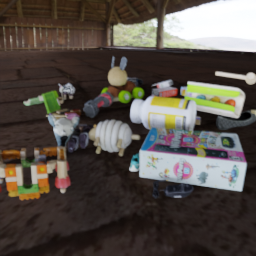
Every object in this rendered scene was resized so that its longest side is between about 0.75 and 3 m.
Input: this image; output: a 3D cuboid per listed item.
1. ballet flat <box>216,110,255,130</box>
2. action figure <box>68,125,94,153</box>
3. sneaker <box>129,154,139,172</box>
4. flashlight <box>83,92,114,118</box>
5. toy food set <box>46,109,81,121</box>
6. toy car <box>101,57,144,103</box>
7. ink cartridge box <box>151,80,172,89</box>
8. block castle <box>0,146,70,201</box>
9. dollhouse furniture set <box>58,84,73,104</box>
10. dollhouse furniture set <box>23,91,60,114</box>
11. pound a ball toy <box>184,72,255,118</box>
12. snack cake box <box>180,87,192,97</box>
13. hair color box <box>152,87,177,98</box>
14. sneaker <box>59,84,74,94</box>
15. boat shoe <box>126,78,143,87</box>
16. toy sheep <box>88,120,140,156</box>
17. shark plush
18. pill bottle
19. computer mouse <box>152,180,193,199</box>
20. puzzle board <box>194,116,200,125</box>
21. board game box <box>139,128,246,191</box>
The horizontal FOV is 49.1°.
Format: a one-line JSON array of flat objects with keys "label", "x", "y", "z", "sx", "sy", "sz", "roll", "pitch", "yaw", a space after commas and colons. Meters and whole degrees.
[{"label": "ballet flat", "x": 4.543, "y": -0.398, "z": 11.505, "sx": 1.991, "sy": 0.565, "sz": 0.662, "roll": -15, "pitch": 34, "yaw": -14}, {"label": "action figure", "x": -1.548, "y": 0.282, "z": 10.051, "sx": 1.153, "sy": 0.615, "sz": 1.772, "roll": -3, "pitch": 16, "yaw": 13}, {"label": "sneaker", "x": 0.279, "y": 0.979, "z": 8.416, "sx": 0.356, "sy": 0.366, "sz": 0.919, "roll": 5, "pitch": 20, "yaw": 12}, {"label": "flashlight", "x": -1.410, "y": -1.117, "z": 13.672, "sx": 0.765, "sy": 0.768, "sz": 2.260, "roll": 24, "pitch": 29, "yaw": 6}, {"label": "toy food set", "x": -2.753, "y": -0.551, "z": 12.648, "sx": 1.344, "sy": 0.333, "sz": 2.115, "roll": 1, "pitch": 11, "yaw": 12}, {"label": "toy car", "x": -0.391, "y": -2.695, "z": 15.285, "sx": 1.835, "sy": 2.326, "sz": 1.911, "roll": -20, "pitch": 24, "yaw": -37}, {"label": "ink cartridge box", "x": 2.225, "y": -2.807, "z": 18.464, "sx": 1.263, "sy": 0.318, "sz": 0.688, "roll": -10, "pitch": 15, "yaw": 33}, {"label": "block castle", "x": -2.518, "y": 1.154, "z": 7.184, "sx": 2.002, "sy": 0.939, "sz": 1.338, "roll": -3, "pitch": 16, "yaw": -14}, {"label": "dollhouse furniture set", "x": -3.552, "y": -1.912, "z": 15.507, "sx": 0.981, "sy": 0.879, "sz": 1.239, "roll": -5, "pitch": 21, "yaw": -12}, {"label": "dollhouse furniture set", "x": -4.278, "y": -1.199, "z": 14.327, "sx": 1.241, "sy": 0.959, "sz": 2.484, "roll": -25, "pitch": 11, "yaw": -35}, {"label": "pound a ball toy", "x": 3.753, "y": -1.414, "z": 11.486, "sx": 2.634, "sy": 1.717, "sz": 1.119, "roll": 15, "pitch": -2, "yaw": 37}, {"label": "snack cake box", "x": 3.841, "y": -2.046, "z": 16.437, "sx": 0.833, "sy": 0.487, "sz": 1.448, "roll": -7, "pitch": 22, "yaw": -24}, {"label": "hair color box", "x": 2.163, "y": -2.108, "z": 16.678, "sx": 1.421, "sy": 0.435, "sz": 0.721, "roll": -13, "pitch": 24, "yaw": -33}, {"label": "sneaker", "x": -3.932, "y": -2.464, "z": 17.517, "sx": 0.835, "sy": 0.512, "sz": 1.283, "roll": -1, "pitch": 29, "yaw": -29}, {"label": "boat shoe", "x": 0.351, "y": -2.957, "z": 18.692, "sx": 0.714, "sy": 0.753, "sz": 2.154, "roll": 9, "pitch": 15, "yaw": 27}, {"label": "toy sheep", "x": -0.475, "y": 0.292, "z": 9.254, "sx": 1.736, "sy": 1.197, "sz": 1.197, "roll": 7, "pitch": 21, "yaw": 10}, {"label": "shark plush", "x": -2.077, "y": 0.309, "z": 9.457, "sx": 1.063, "sy": 0.975, "sz": 2.340, "roll": 0, "pitch": 22, "yaw": -22}, {"label": "pill bottle", "x": 1.381, "y": -0.537, "z": 11.098, "sx": 2.408, "sy": 1.349, "sz": 1.349, "roll": 9, "pitch": 22, "yaw": 21}, {"label": "computer mouse", "x": 1.116, "y": 1.547, "z": 7.107, "sx": 1.020, "sy": 0.235, "sz": 0.717, "roll": -9, "pitch": 23, "yaw": 5}, {"label": "puzzle board", "x": 2.640, "y": -0.362, "z": 11.803, "sx": 0.781, "sy": 0.589, "sz": 0.068, "roll": 10, "pitch": 62, "yaw": 17}, {"label": "board game box", "x": 1.845, "y": 0.793, "z": 8.221, "sx": 2.720, "sy": 0.874, "sz": 2.006, "roll": 4, "pitch": 20, "yaw": 13}]
